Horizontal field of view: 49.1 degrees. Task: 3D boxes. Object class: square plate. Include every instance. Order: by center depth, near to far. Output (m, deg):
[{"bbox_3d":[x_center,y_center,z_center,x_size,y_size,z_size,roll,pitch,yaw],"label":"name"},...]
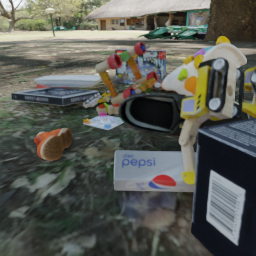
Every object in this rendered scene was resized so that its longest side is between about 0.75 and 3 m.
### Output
[{"bbox_3d":[-2.371,-2.022,12.028,2.501,0.359,2.525,1,14,2],"label":"square plate"}]

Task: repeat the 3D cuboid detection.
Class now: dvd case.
[{"bbox_3d":[-2.681,-1.206,10.420,2.605,0.322,1.958,8,17,31],"label":"dvd case"}]

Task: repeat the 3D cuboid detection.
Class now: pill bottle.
[{"bbox_3d":[1.233,-1.982,12.476,1.052,0.559,0.559,18,27,38],"label":"pill bottle"}]

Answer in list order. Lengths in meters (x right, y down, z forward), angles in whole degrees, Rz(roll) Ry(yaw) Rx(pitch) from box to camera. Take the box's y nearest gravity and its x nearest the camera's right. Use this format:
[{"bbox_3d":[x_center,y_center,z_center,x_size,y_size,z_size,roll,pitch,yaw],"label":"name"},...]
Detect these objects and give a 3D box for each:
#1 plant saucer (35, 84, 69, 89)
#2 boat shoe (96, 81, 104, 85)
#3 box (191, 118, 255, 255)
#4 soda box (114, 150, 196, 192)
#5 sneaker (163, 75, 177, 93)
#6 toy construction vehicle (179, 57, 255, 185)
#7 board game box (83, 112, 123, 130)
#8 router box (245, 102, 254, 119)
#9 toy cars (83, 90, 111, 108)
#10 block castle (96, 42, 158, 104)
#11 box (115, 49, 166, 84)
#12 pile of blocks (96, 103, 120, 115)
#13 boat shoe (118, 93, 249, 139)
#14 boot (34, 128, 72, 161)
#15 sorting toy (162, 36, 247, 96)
[{"bbox_3d":[-3.471,-1.916,12.788,1.135,0.209,1.137,17,25,36],"label":"plant saucer"},{"bbox_3d":[-1.494,-2.326,13.643,1.081,0.359,0.404,-18,27,-39],"label":"boat shoe"},{"bbox_3d":[2.124,0.758,3.823,2.241,1.658,1.169,-9,20,-25],"label":"box"},{"bbox_3d":[0.592,0.780,4.974,1.682,0.534,0.574,2,58,-1],"label":"soda box"},{"bbox_3d":[2.135,-1.962,12.295,0.885,0.641,1.812,-4,20,-4],"label":"sneaker"},{"bbox_3d":[1.841,-0.151,4.936,2.149,2.468,0.869,14,-10,-39],"label":"toy construction vehicle"},{"bbox_3d":[-0.697,-0.232,8.542,0.969,0.125,0.970,13,25,31],"label":"board game box"},{"bbox_3d":[3.715,-0.382,8.577,1.115,0.370,1.418,-9,23,-23],"label":"router box"},{"bbox_3d":[-1.033,-1.021,10.202,0.319,0.645,1.439,52,37,6],"label":"toy cars"},{"bbox_3d":[0.166,-2.047,10.354,1.244,1.772,2.651,-16,17,33],"label":"block castle"},{"bbox_3d":[0.582,-2.893,13.342,2.396,1.640,0.478,6,21,16],"label":"box"},{"bbox_3d":[-0.501,-0.694,9.287,1.149,0.357,0.472,1,35,2],"label":"pile of blocks"},{"bbox_3d":[1.235,-0.251,6.560,2.979,1.090,0.933,8,15,17],"label":"boat shoe"},{"bbox_3d":[-1.882,0.383,6.489,0.772,0.540,1.440,-2,13,7],"label":"boot"},{"bbox_3d":[2.596,-2.218,10.980,2.847,1.521,2.563,-41,19,-25],"label":"sorting toy"}]
